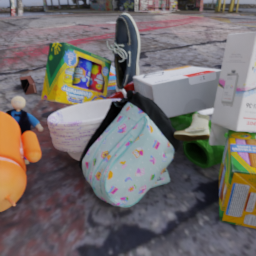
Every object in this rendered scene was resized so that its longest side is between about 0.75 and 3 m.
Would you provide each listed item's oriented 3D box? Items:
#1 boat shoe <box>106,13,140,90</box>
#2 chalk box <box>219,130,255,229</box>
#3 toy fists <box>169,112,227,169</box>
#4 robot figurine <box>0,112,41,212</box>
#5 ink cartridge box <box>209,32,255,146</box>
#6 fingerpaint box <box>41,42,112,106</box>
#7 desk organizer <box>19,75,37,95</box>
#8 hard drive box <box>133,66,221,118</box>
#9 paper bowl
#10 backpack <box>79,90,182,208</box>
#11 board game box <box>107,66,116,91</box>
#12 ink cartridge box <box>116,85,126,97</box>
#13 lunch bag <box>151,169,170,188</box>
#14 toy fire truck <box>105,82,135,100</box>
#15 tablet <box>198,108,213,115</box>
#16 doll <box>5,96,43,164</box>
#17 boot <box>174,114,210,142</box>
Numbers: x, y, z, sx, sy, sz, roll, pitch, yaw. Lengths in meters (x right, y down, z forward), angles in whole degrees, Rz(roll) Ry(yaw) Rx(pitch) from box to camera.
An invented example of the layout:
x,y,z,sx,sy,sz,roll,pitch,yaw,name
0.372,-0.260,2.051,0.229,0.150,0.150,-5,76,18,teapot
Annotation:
x,y,z,sx,sy,sz,roll,pitch,yaw,name
-0.186,-2.693,10.191,0.833,2.693,1.008,-28,44,-32,boat shoe
3.059,1.044,6.798,1.489,1.500,2.403,7,28,13,chalk box
2.156,0.163,8.990,1.481,0.999,2.905,-16,31,-29,toy fists
-3.225,0.715,6.399,2.064,1.673,2.869,9,42,-36,robot figurine
3.095,-0.780,6.935,1.625,2.790,0.941,2,13,-25,ink cartridge box
-1.747,-1.738,9.989,0.852,1.937,2.322,10,1,38,fingerpaint box
-4.930,-2.124,13.794,0.561,0.522,1.457,-15,31,-22,desk organizer
1.449,-1.193,8.721,2.073,1.022,2.660,-13,17,-8,hard drive box
-0.972,0.068,8.422,2.624,1.365,2.624,-9,18,3,paper bowl
0.024,0.606,6.660,2.426,2.024,1.535,-47,30,-8,backpack
-1.882,-2.612,14.463,2.571,0.734,2.626,-12,30,-22,board game box
0.640,-1.689,12.893,2.064,0.517,1.661,-9,32,-17,ink cartridge box
0.687,1.233,7.517,0.653,0.467,0.766,-12,45,-18,lunch bag
-0.169,-0.852,10.656,2.230,1.250,1.872,-35,13,-20,toy fire truck
3.194,-0.931,11.980,1.016,0.107,1.561,-8,29,-15,tablet
-3.080,0.064,7.946,1.300,1.905,0.462,0,4,-6,doll
1.441,-0.019,6.348,0.783,0.282,0.606,-3,56,19,boot
